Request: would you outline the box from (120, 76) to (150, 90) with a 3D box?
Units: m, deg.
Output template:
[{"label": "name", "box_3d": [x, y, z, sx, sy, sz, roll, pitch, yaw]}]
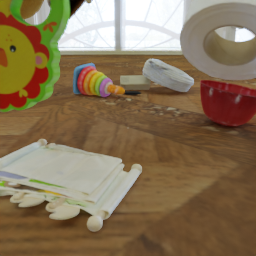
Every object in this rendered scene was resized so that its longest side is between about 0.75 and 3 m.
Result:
[{"label": "box", "box_3d": [0.289, -1.920, 11.897, 1.232, 0.421, 0.506, 1, 61, -2]}]

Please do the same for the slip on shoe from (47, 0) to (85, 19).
[{"label": "slip on shoe", "box_3d": [-1.093, -3.577, 6.837, 2.478, 0.751, 0.942, -26, -12, 33]}]

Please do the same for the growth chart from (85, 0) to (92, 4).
[{"label": "growth chart", "box_3d": [-0.614, -3.038, 4.830, 0.171, 1.393, 1.925, 6, 40, -23]}]

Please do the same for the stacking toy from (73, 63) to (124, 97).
[{"label": "stacking toy", "box_3d": [-0.999, -1.615, 10.621, 2.054, 1.127, 1.192, 22, 32, 25]}]

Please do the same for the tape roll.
[{"label": "tape roll", "box_3d": [2.183, -1.923, 5.736, 2.147, 2.147, 0.751, 9, 63, 26]}]

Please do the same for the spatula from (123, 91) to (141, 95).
[{"label": "spatula", "box_3d": [-0.372, -1.492, 11.225, 2.025, 0.208, 0.572, 13, 18, 29]}]

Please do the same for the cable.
[{"label": "cable", "box_3d": [1.641, -2.141, 11.465, 2.138, 0.740, 2.137, 23, 18, -6]}]

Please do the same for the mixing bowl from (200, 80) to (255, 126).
[{"label": "mixing bowl", "box_3d": [2.612, -0.613, 7.317, 1.708, 0.925, 1.708, 9, 19, -3]}]

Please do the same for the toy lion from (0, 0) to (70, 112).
[{"label": "toy lion", "box_3d": [-1.185, -0.947, 2.858, 1.468, 1.407, 0.504, -34, 7, 14]}]

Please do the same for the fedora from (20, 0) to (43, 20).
[{"label": "fedora", "box_3d": [-1.926, -2.227, 4.229, 2.230, 2.230, 0.910, 14, 19, 36]}]

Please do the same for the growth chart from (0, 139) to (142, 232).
[{"label": "growth chart", "box_3d": [-1.150, 0.737, 4.556, 2.705, 0.240, 1.957, 10, 22, 28]}]
